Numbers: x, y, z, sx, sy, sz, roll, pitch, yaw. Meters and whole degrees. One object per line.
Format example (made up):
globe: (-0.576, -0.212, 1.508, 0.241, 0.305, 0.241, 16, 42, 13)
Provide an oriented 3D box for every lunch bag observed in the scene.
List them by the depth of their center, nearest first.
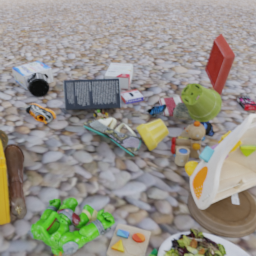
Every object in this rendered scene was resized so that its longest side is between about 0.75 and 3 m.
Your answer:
lunch bag: (2.409, -0.644, 12.029, 0.940, 0.789, 0.655, 11, 75, 2)

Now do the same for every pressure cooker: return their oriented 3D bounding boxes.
pressure cooker: (-4.592, -2.224, 14.234, 1.043, 1.059, 1.186, 1, 32, -23)

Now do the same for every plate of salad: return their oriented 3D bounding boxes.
plate of salad: (1.909, 3.075, 6.315, 2.478, 0.595, 2.478, 6, 18, -2)

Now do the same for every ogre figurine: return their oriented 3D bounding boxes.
ogre figurine: (-1.618, 2.490, 7.234, 2.288, 1.123, 1.372, 23, 36, 26)

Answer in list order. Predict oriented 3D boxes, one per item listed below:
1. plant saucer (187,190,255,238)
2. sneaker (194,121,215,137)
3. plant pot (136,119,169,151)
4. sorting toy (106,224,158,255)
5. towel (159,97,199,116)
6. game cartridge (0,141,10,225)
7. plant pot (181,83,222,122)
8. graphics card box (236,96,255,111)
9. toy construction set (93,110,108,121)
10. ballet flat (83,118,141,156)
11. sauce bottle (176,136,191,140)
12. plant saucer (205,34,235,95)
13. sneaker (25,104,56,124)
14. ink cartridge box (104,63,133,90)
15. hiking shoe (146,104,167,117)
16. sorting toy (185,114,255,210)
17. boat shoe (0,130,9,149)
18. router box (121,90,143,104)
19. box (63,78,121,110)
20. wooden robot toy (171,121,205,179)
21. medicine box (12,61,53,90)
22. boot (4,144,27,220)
plant saucer: (2.834, 2.261, 8.299, 2.103, 0.310, 2.103, 0, 33, 0)
sneaker: (3.160, -0.082, 11.606, 0.600, 0.540, 1.539, 33, 23, -9)
plant pot: (0.952, 0.189, 10.402, 0.956, 1.017, 1.017, -31, 39, 0)
sorting toy: (0.238, 3.020, 7.259, 1.392, 0.205, 1.029, 10, 35, 14)
towel: (2.542, -1.012, 13.173, 2.003, 0.228, 1.443, -4, 37, -3)
game cartridge: (-3.865, 1.147, 8.220, 0.408, 2.217, 2.515, -9, 35, -30)
plant pot: (2.665, -1.072, 10.699, 1.394, 1.394, 1.324, 35, 6, 40)
graphics card box: (5.661, -1.182, 13.373, 0.631, 0.256, 1.006, -2, 33, -3)
toy construction set: (-1.120, -0.517, 11.934, 0.827, 0.762, 0.991, -3, 33, -3)
ballet flat: (-0.548, 0.141, 10.787, 2.675, 0.962, 0.962, 28, 43, 31)
sauce bottle: (2.274, 0.484, 10.931, 0.809, 0.267, 0.267, 6, 35, 7)
plant saucer: (4.094, -2.915, 12.845, 0.381, 2.072, 2.075, 2, 44, -5)
sneaker: (-3.939, -0.605, 12.252, 1.573, 0.616, 0.607, 15, 46, 23)
ink cartridge box: (-0.472, -2.869, 15.402, 1.303, 0.740, 1.788, 5, 35, 7)
hiking shoe: (1.239, -0.781, 12.178, 0.441, 1.018, 0.379, 28, 53, -25)
sorting toy: (3.220, 0.634, 7.990, 2.948, 2.654, 1.575, -9, 47, -33)
boat shoe: (-5.407, 1.052, 9.675, 0.903, 0.962, 2.673, -13, 26, 48)
router box: (0.159, -1.548, 13.922, 0.959, 0.234, 0.861, -14, 37, -19)
box: (-1.508, -1.463, 12.305, 2.362, 1.265, 1.753, -2, 6, -4)
wooden robot toy: (2.231, 0.429, 10.048, 1.305, 1.344, 2.962, 6, 34, 8)
medicine box: (-5.221, -2.911, 15.383, 1.632, 0.840, 1.486, -27, 42, -33)
boot: (-3.272, 1.562, 8.169, 0.570, 1.653, 1.774, -8, 33, -17)
